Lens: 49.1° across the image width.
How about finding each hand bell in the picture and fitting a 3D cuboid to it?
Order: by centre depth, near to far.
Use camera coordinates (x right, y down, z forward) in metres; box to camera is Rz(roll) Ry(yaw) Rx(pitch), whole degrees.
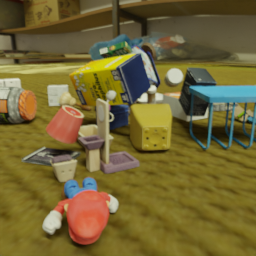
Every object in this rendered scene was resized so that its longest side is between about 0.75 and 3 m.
[{"bbox_3d":[-2.492,-1.161,13.766,1.610,0.838,0.838,20,23,21],"label":"hand bell"}]

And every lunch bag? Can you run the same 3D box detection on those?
[{"bbox_3d":[-0.586,-0.550,11.053,0.923,0.899,1.359,15,23,41],"label":"lunch bag"},{"bbox_3d":[0.583,-2.468,12.223,1.233,1.693,1.991,-24,-10,20],"label":"lunch bag"}]

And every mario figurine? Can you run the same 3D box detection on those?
[{"bbox_3d":[-0.805,1.515,4.985,1.140,0.979,1.847,-40,13,-6],"label":"mario figurine"}]

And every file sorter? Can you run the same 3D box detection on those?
[{"bbox_3d":[3.587,-0.376,9.033,2.838,1.741,1.969,-2,17,-5],"label":"file sorter"}]

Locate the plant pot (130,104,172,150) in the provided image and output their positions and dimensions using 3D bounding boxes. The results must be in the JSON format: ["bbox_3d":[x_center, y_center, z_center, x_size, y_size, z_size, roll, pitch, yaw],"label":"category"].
[{"bbox_3d":[0.732,0.076,8.563,1.263,1.271,1.300,-1,23,-3],"label":"plant pot"}]

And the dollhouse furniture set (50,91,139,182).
[{"bbox_3d":[-1.295,-0.131,7.773,2.219,1.988,2.801,-8,19,-26],"label":"dollhouse furniture set"}]

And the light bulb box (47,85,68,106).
[{"bbox_3d":[-3.645,-1.693,14.664,0.996,1.005,0.627,-2,15,-5],"label":"light bulb box"}]

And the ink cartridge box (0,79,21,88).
[{"bbox_3d":[-7.076,-2.244,16.331,1.503,1.101,0.622,-10,20,-28],"label":"ink cartridge box"}]

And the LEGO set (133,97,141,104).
[{"bbox_3d":[-0.472,-1.565,13.983,2.392,0.587,1.787,0,19,-4],"label":"LEGO set"}]

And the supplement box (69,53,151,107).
[{"bbox_3d":[-0.630,-1.593,9.575,2.334,1.270,1.278,1,32,39],"label":"supplement box"}]

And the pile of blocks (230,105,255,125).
[{"bbox_3d":[4.988,-0.380,11.493,1.531,0.629,0.476,25,-15,36],"label":"pile of blocks"}]

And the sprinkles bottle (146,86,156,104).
[{"bbox_3d":[0.991,-1.210,11.951,0.408,1.196,0.408,-3,42,3],"label":"sprinkles bottle"}]

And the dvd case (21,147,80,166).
[{"bbox_3d":[-2.160,0.817,7.903,1.313,0.105,0.976,6,18,18],"label":"dvd case"}]

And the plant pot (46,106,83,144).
[{"bbox_3d":[-1.634,-0.118,7.481,0.872,0.772,0.872,28,16,-9],"label":"plant pot"}]

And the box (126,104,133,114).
[{"bbox_3d":[-0.139,-0.890,13.121,1.316,0.318,1.043,-3,14,-14],"label":"box"}]

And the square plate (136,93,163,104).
[{"bbox_3d":[1.217,-1.620,15.677,1.984,0.285,2.003,-6,18,-19],"label":"square plate"}]

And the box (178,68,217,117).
[{"bbox_3d":[2.544,-1.335,10.473,0.780,1.495,1.106,1,39,-12],"label":"box"}]

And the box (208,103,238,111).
[{"bbox_3d":[4.450,-1.152,13.953,1.580,0.388,1.274,-2,15,-6],"label":"box"}]

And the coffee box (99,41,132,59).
[{"bbox_3d":[-0.477,-2.902,10.636,1.099,0.242,0.676,-12,-12,18],"label":"coffee box"}]

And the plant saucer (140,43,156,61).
[{"bbox_3d":[0.917,-3.546,13.183,0.932,0.932,0.137,16,43,43],"label":"plant saucer"}]

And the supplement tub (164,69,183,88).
[{"bbox_3d":[1.663,-1.826,10.259,0.599,0.599,0.828,0,0,0],"label":"supplement tub"}]

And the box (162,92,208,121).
[{"bbox_3d":[2.506,-0.992,12.504,1.145,0.897,1.841,-10,19,-26],"label":"box"}]

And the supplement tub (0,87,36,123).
[{"bbox_3d":[-5.089,-0.931,11.320,2.420,1.483,1.483,2,17,5],"label":"supplement tub"}]
